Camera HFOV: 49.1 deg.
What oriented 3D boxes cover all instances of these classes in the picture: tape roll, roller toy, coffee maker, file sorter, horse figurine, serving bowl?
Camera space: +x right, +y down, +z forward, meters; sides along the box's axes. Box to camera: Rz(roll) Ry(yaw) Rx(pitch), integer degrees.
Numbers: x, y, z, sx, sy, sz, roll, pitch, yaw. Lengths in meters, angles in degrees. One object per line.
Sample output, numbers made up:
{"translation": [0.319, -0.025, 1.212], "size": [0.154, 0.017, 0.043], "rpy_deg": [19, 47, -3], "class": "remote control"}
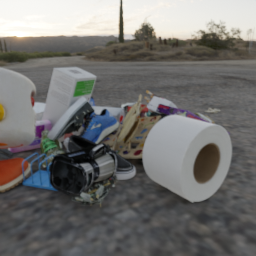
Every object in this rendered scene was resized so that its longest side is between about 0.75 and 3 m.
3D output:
{"translation": [1.477, 0.704, 7.007], "size": [1.903, 1.903, 1.307], "rpy_deg": [-12, 20, -35], "class": "tape roll"}
{"translation": [-3.874, -0.355, 7.645], "size": [2.906, 2.031, 2.651], "rpy_deg": [-8, -11, 27], "class": "roller toy"}
{"translation": [-1.278, 1.076, 7.274], "size": [1.493, 1.047, 1.555], "rpy_deg": [-11, -1, 29], "class": "coffee maker"}
{"translation": [-2.185, 1.151, 7.623], "size": [1.137, 0.697, 0.789], "rpy_deg": [5, 18, 17], "class": "file sorter"}
{"translation": [1.762, -1.117, 14.461], "size": [1.873, 0.706, 2.827], "rpy_deg": [32, 2, 10], "class": "horse figurine"}
{"translation": [-4.894, -0.432, 12.562], "size": [2.811, 0.925, 2.811], "rpy_deg": [0, 16, 0], "class": "serving bowl"}

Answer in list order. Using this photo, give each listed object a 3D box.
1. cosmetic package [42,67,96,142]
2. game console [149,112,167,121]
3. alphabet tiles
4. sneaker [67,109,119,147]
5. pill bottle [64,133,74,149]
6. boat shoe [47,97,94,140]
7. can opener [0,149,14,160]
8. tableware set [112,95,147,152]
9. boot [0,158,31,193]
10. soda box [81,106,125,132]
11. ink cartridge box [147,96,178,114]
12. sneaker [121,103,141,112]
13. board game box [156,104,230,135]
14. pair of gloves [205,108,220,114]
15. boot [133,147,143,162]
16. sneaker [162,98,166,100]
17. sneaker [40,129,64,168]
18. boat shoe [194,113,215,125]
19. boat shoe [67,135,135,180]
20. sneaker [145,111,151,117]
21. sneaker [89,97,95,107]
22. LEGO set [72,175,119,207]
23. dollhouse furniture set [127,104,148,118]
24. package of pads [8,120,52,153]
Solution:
{"translation": [-2.349, -0.930, 10.878], "size": [1.114, 2.627, 1.413], "rpy_deg": [27, 24, 19], "class": "cosmetic package"}
{"translation": [1.400, 0.362, 10.081], "size": [2.182, 1.444, 2.481], "rpy_deg": [36, -6, -30], "class": "game console"}
{"translation": [0.073, 0.280, 9.627], "size": [2.221, 0.100, 2.657], "rpy_deg": [-5, 27, 33], "class": "alphabet tiles"}
{"translation": [-1.349, 0.066, 9.929], "size": [0.904, 1.026, 2.301], "rpy_deg": [-19, 17, 45], "class": "sneaker"}
{"translation": [-2.155, 0.490, 10.285], "size": [0.422, 0.422, 0.752], "rpy_deg": [-3, 22, -10], "class": "pill bottle"}
{"translation": [-1.794, -0.271, 9.314], "size": [0.706, 0.856, 2.495], "rpy_deg": [40, 33, -8], "class": "boat shoe"}
{"translation": [-4.354, 0.708, 9.149], "size": [1.233, 0.325, 0.410], "rpy_deg": [24, -10, 7], "class": "can opener"}
{"translation": [0.162, -0.135, 9.347], "size": [0.474, 1.565, 2.367], "rpy_deg": [32, 21, -7], "class": "tableware set"}
{"translation": [-3.702, 0.990, 7.076], "size": [2.553, 1.369, 0.958], "rpy_deg": [-13, 19, -42], "class": "boot"}
{"translation": [-1.646, -0.379, 12.212], "size": [2.904, 0.921, 0.991], "rpy_deg": [5, 24, 18], "class": "soda box"}
{"translation": [1.699, -0.567, 11.936], "size": [1.579, 0.663, 1.152], "rpy_deg": [39, -8, -40], "class": "ink cartridge box"}
{"translation": [0.185, -1.260, 16.101], "size": [1.243, 0.467, 0.504], "rpy_deg": [-8, 22, -24], "class": "sneaker"}
{"translation": [2.532, -0.217, 10.857], "size": [2.678, 0.432, 1.607], "rpy_deg": [21, 5, -37], "class": "board game box"}
{"translation": [4.755, -0.970, 15.763], "size": [0.682, 0.141, 0.802], "rpy_deg": [12, 21, 34], "class": "pair of gloves"}
{"translation": [0.811, 0.547, 9.618], "size": [1.597, 0.828, 2.444], "rpy_deg": [-14, 19, -24], "class": "boot"}
{"translation": [2.062, -1.356, 16.142], "size": [1.488, 0.656, 0.605], "rpy_deg": [10, 20, 32], "class": "sneaker"}
{"translation": [-2.513, 0.581, 8.836], "size": [0.806, 0.929, 2.096], "rpy_deg": [-26, 20, -15], "class": "sneaker"}
{"translation": [3.541, -0.338, 13.126], "size": [0.455, 0.497, 1.331], "rpy_deg": [-1, 25, -17], "class": "boat shoe"}
{"translation": [-0.837, 0.774, 8.301], "size": [2.363, 0.783, 0.826], "rpy_deg": [20, 32, 28], "class": "boat shoe"}
{"translation": [1.218, -0.370, 12.599], "size": [1.043, 0.415, 0.404], "rpy_deg": [41, 10, -6], "class": "sneaker"}
{"translation": [-3.109, -1.319, 15.096], "size": [2.679, 1.194, 1.052], "rpy_deg": [-3, 17, -7], "class": "sneaker"}
{"translation": [-0.655, 1.541, 6.552], "size": [1.078, 0.471, 1.661], "rpy_deg": [-26, -7, 31], "class": "LEGO set"}
{"translation": [0.395, -0.458, 12.236], "size": [0.874, 1.156, 2.148], "rpy_deg": [2, 17, 1], "class": "dollhouse furniture set"}
{"translation": [-3.565, 0.281, 10.125], "size": [1.566, 0.943, 0.592], "rpy_deg": [-11, 20, -31], "class": "package of pads"}
